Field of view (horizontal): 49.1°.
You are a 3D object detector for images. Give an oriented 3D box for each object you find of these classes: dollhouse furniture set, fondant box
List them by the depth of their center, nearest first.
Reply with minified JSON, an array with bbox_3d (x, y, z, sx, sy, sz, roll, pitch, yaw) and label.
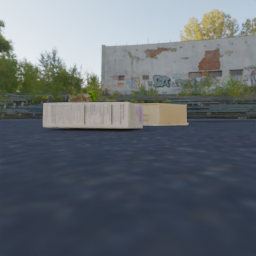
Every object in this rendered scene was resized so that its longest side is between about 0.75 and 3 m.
[{"bbox_3d":[-0.854,-0.305,7.482,2.246,0.654,1.620,2,0,15],"label":"fondant box"},{"bbox_3d":[-1.964,-0.830,11.323,0.775,1.011,1.543,-7,16,35],"label":"dollhouse furniture set"}]

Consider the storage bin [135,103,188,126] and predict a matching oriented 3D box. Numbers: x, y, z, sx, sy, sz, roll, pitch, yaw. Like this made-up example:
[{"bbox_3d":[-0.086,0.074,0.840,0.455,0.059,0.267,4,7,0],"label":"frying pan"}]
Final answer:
[{"bbox_3d":[1.166,-0.530,11.391,1.825,0.855,1.812,-3,3,-41],"label":"storage bin"}]
